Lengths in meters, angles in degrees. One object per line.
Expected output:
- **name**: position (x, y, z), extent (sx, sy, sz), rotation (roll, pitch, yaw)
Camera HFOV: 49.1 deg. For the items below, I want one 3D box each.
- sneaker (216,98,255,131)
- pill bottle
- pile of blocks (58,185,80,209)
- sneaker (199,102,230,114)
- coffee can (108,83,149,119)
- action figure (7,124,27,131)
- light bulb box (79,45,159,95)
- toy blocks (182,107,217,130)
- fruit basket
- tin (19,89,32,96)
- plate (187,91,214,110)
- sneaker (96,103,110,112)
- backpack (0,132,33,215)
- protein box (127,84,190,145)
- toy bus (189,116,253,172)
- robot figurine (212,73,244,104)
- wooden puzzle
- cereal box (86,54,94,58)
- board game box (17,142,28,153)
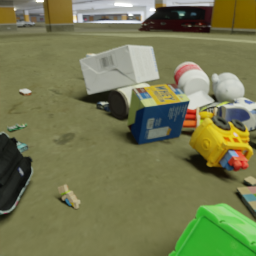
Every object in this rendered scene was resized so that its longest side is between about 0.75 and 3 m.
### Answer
- **sneaker**: position (4.732, -0.574, 11.809), extent (2.829, 1.143, 1.634), rotation (-2, 20, -20)
- **pill bottle**: position (3.427, -2.475, 15.142), extent (1.623, 1.623, 2.892), rotation (1, 25, 2)
- **pile of blocks**: position (-1.521, 1.797, 7.304), extent (0.754, 0.310, 0.234), rotation (49, 24, 15)
- **sneaker**: position (3.819, -0.769, 12.720), extent (1.933, 0.714, 0.782), rotation (-11, 16, -35)
- **coffee can**: position (0.160, -1.258, 12.850), extent (1.784, 1.306, 1.306), rotation (-21, 32, -37)
- **action figure**: position (-4.564, -0.045, 11.563), extent (0.768, 0.210, 0.453), rotation (-15, 25, -36)
- **light bulb box**: position (-0.363, -3.019, 14.651), extent (2.948, 1.856, 2.974), rotation (-8, 9, 28)
- **toy blocks**: position (2.502, -0.343, 11.456), extent (2.199, 0.798, 1.833), rotation (5, 24, 11)
- **fruit basket**: position (2.249, 2.494, 4.765), extent (2.658, 1.917, 2.658), rotation (34, -4, 3)
- **tin**: position (-5.820, -2.011, 15.878), extent (0.525, 0.196, 0.937), rotation (-15, 28, -39)
- **plate**: position (3.209, -1.229, 13.252), extent (1.273, 0.206, 1.276), rotation (-23, 33, -1)
- **sneaker**: position (-0.989, -1.062, 13.528), extent (1.107, 0.426, 0.471), rotation (17, 25, 31)
- **backpack**: position (-3.442, 1.257, 6.955), extent (1.455, 1.715, 1.932), rotation (-21, 28, 8)
- **protein box**: position (1.073, -0.528, 10.445), extent (1.779, 1.766, 1.200), rotation (-10, 42, -20)
- **toy bus**: position (3.162, 0.656, 8.688), extent (1.880, 1.276, 1.805), rotation (6, 36, -28)
- **robot figurine**: position (5.072, -1.959, 14.271), extent (2.060, 1.372, 2.430), rotation (35, 25, -6)
- **wooden puzzle**: position (3.798, 1.997, 7.106), extent (1.480, 0.175, 2.496), rotation (-3, 25, -6)
- **cereal box**: position (-1.575, -3.651, 17.591), extent (2.401, 1.727, 0.474), rotation (17, 30, 31)
- **board game box**: position (-4.328, 0.821, 9.648), extent (0.961, 0.200, 1.421), rotation (16, 29, 31)
